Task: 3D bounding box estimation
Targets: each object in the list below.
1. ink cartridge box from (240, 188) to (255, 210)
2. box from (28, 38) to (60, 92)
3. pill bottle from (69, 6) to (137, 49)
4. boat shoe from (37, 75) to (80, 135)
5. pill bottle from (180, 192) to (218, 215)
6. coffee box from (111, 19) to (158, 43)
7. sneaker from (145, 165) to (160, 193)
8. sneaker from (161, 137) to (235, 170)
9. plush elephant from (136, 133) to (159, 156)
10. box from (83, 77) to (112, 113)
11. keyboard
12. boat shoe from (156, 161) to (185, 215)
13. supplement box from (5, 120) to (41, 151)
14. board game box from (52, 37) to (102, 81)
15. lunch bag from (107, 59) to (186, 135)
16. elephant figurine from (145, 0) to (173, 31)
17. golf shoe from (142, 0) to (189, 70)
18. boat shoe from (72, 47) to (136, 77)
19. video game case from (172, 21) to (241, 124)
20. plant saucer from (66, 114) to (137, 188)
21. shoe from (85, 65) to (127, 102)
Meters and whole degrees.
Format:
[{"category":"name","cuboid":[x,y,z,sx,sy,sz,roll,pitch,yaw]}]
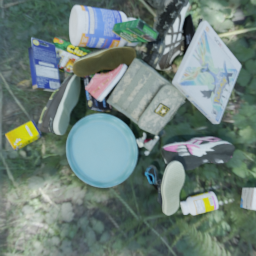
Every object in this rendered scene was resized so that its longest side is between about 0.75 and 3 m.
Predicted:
[{"category":"ink cartridge box","cuboid":[4.584,2.626,10.314,0.435,1.033,0.747,12,78,2]},{"category":"box","cuboid":[-3.298,-2.439,11.056,0.320,1.196,1.975,-11,84,34]},{"category":"pill bottle","cuboid":[-0.897,-3.919,11.173,2.644,1.481,1.481,-2,77,-24]},{"category":"boat shoe","cuboid":[-2.545,-1.019,10.616,0.886,1.049,2.942,3,49,11]},{"category":"pill bottle","cuboid":[2.637,2.854,10.458,1.272,0.663,0.663,-13,78,-2]},{"category":"coffee box","cuboid":[0.218,-3.416,9.992,0.975,1.585,0.349,22,88,-38]},{"category":"sneaker","cuboid":[1.011,2.081,10.543,0.476,0.533,1.301,-27,96,35]},{"category":"sneaker","cuboid":[2.512,0.869,10.644,2.705,1.168,1.086,1,110,-10]},{"category":"plush elephant","cuboid":[0.677,0.529,10.731,0.677,0.720,0.874,34,93,4]},{"category":"box","cuboid":[-1.188,-1.284,11.058,0.315,1.256,1.266,-18,76,30]},{"category":"keyboard","cuboid":[2.709,-3.754,11.598,0.206,1.271,2.001,-4,80,-37]},{"category":"boat shoe","cuboid":[1.428,2.077,9.917,0.900,2.413,0.751,-18,39,-21]},{"category":"supplement box","cuboid":[-3.945,0.296,10.618,1.115,0.607,0.611,-31,85,-19]},{"category":"board game box","cuboid":[-2.256,-2.832,11.862,2.458,0.288,1.288,23,77,4]},{"category":"lunch bag","cuboid":[0.758,-1.117,10.628,2.421,1.423,1.986,36,106,1]},{"category":"elephant figurine","cuboid":[1.596,-4.889,11.701,1.893,1.726,2.440,-19,112,35]},{"category":"golf shoe","cuboid":[1.746,-3.693,11.180,1.398,1.150,2.958,15,117,-29]},{"category":"boat shoe","cuboid":[-0.957,-2.651,10.713,2.477,0.885,0.814,-18,38,-8]},{"category":"video game case","cuboid":[3.133,-2.083,10.738,2.683,0.324,2.943,37,69,-29]},{"category":"plant saucer","cuboid":[-0.949,0.819,10.247,2.687,0.368,2.687,6,73,-23]},{"category":"shoe","cuboid":[-0.816,-1.847,10.358,0.779,0.612,1.712,39,83,-12]}]
